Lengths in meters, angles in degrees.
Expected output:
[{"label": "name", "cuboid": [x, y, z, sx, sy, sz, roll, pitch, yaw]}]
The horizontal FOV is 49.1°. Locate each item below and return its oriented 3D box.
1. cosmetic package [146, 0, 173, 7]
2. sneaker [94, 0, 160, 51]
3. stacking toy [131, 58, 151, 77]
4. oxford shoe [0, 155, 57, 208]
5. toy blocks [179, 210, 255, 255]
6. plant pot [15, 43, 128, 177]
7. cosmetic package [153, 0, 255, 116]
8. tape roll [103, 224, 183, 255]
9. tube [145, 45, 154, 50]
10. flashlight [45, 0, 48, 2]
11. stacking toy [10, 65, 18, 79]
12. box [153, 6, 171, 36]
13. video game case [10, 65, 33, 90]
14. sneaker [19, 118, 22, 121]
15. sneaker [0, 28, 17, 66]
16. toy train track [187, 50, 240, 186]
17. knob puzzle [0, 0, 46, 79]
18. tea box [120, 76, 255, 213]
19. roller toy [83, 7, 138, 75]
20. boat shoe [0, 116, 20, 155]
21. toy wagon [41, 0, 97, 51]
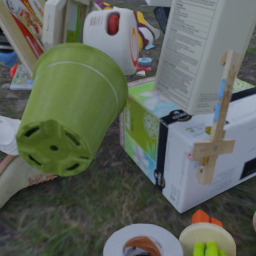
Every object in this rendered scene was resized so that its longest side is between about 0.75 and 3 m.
[{"label": "cosmetic package", "cuboid": [1.184, -3.806, 7.719, 1.393, 0.749, 0.591, -5, 55, -24]}, {"label": "sneaker", "cuboid": [-0.199, -3.347, 8.951, 1.199, 0.997, 2.661, -33, 65, -23]}, {"label": "stacking toy", "cuboid": [0.325, -2.890, 12.671, 1.447, 0.611, 1.310, 6, 34, 10]}, {"label": "oxford shoe", "cuboid": [-2.253, 0.947, 6.703, 1.066, 1.022, 2.888, 35, 54, 1]}, {"label": "toy blocks", "cuboid": [2.139, 1.996, 5.100, 2.314, 1.008, 2.777, 0, 18, 18]}, {"label": "plant pot", "cuboid": [-0.628, -0.121, 2.989, 1.176, 1.176, 1.117, 3, 40, 4]}, {"label": "cosmetic package", "cuboid": [1.292, -1.528, 4.705, 0.841, 2.367, 1.245, -6, 33, -30]}, {"label": "tape roll", "cuboid": [0.261, 2.312, 4.893, 1.377, 0.455, 1.377, -2, 22, 1]}, {"label": "tube", "cuboid": [0.644, -4.753, 15.663, 1.622, 0.409, 0.628, 33, 55, 31]}, {"label": "flashlight", "cuboid": [-2.092, -2.639, 7.288, 0.984, 2.897, 0.981, 32, 47, 20]}, {"label": "stacking toy", "cuboid": [-3.632, -2.290, 11.492, 2.538, 1.084, 1.084, 3, 34, 11]}, {"label": "box", "cuboid": [2.116, -3.842, 9.610, 1.224, 1.697, 2.287, -31, 13, -13]}, {"label": "video game case", "cuboid": [-3.185, -1.598, 8.782, 0.842, 0.102, 0.925, 2, 63, 12]}, {"label": "sneaker", "cuboid": [-2.594, -0.002, 8.139, 0.904, 0.951, 2.399, 5, 33, 10]}, {"label": "sneaker", "cuboid": [-3.805, -2.573, 7.382, 2.502, 0.887, 1.037, 33, 86, 11]}, {"label": "toy train track", "cuboid": [1.061, -0.115, 3.522, 0.957, 1.669, 0.272, 0, 15, -42]}, {"label": "knob puzzle", "cuboid": [-1.806, -1.815, 5.916, 0.409, 2.953, 2.953, -22, 31, 16]}, {"label": "tea box", "cuboid": [1.703, -0.017, 7.179, 2.989, 1.997, 2.940, -18, 37, -24]}, {"label": "roller toy", "cuboid": [-0.308, -1.506, 4.970, 0.851, 1.219, 1.112, 0, 20, 11]}, {"label": "boat shoe", "cuboid": [-2.604, 0.018, 5.497, 1.945, 0.700, 0.666, 21, -1, 44]}, {"label": "toy wagon", "cuboid": [-0.967, -1.927, 5.628, 0.399, 1.565, 2.017, 16, 18, 17]}]
